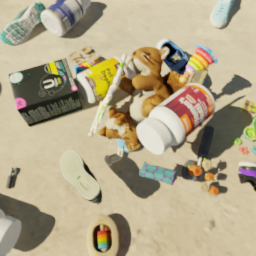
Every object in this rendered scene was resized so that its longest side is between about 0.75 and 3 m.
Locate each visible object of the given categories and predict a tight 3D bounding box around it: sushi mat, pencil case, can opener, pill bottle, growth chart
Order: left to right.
[{"bbox_3d":[-4.847,3.065,8.820,2.580,1.414,1.414,17,64,9],"label":"pill bottle"},{"bbox_3d":[-4.209,1.815,10.138,0.263,0.210,0.787,1,64,2],"label":"can opener"},{"bbox_3d":[-2.872,-5.549,13.277,1.308,1.308,2.356,31,67,15],"label":"pill bottle"},{"bbox_3d":[-0.727,-1.020,9.805,0.243,2.738,1.981,23,45,-10],"label":"growth chart"},{"bbox_3d":[-0.833,-2.041,11.333,2.319,1.267,1.267,-31,67,-17],"label":"pill bottle"},{"bbox_3d":[0.936,1.416,8.685,1.118,0.517,0.476,13,79,20],"label":"pencil case"},{"bbox_3d":[1.443,-0.279,8.406,2.334,1.279,1.279,-37,68,-27],"label":"pill bottle"},{"bbox_3d":[2.164,-1.309,9.286,0.670,1.400,0.085,-9,47,-24],"label":"sushi mat"},{"bbox_3d":[2.563,0.915,10.342,0.748,0.597,2.236,15,65,15],"label":"can opener"}]

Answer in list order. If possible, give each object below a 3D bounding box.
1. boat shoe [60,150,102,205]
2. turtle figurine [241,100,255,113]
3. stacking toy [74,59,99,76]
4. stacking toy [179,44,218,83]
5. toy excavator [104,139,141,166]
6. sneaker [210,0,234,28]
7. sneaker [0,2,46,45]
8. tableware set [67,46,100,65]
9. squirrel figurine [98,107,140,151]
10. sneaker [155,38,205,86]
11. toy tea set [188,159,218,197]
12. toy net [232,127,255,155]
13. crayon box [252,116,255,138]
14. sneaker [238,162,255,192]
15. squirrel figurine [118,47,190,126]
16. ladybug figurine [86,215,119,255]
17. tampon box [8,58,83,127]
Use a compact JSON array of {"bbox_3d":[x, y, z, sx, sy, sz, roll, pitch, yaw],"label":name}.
[{"bbox_3d":[-1.446,1.488,8.534,0.743,0.699,2.069,-39,53,-8],"label":"boat shoe"},{"bbox_3d":[5.227,-0.645,11.237,1.210,0.483,1.501,22,65,11],"label":"turtle figurine"},{"bbox_3d":[-1.711,-2.659,12.249,0.726,0.687,1.251,27,55,23],"label":"stacking toy"},{"bbox_3d":[2.250,-2.068,9.499,1.400,0.813,0.768,-46,33,6],"label":"stacking toy"},{"bbox_3d":[-0.193,0.745,10.496,1.311,0.673,1.348,3,72,3],"label":"toy excavator"},{"bbox_3d":[4.639,-5.976,13.679,0.888,0.984,2.402,17,64,10],"label":"sneaker"},{"bbox_3d":[-5.022,-4.942,13.307,2.591,1.005,1.182,-44,41,-10],"label":"sneaker"},{"bbox_3d":[-2.012,-3.226,12.573,1.142,0.159,1.367,-30,50,-16],"label":"tableware set"},{"bbox_3d":[-0.030,0.160,9.250,1.362,1.459,1.032,23,80,41],"label":"squirrel figurine"},{"bbox_3d":[2.108,-2.585,11.474,2.639,1.085,0.976,44,100,-3],"label":"sneaker"},{"bbox_3d":[2.559,1.740,9.546,0.787,0.490,1.324,-18,91,-14],"label":"toy tea set"},{"bbox_3d":[4.897,0.885,10.515,1.005,0.370,1.916,-30,67,-17],"label":"toy net"},{"bbox_3d":[5.739,0.159,10.566,1.894,0.552,1.125,9,62,-11],"label":"crayon box"},{"bbox_3d":[4.870,1.887,9.895,1.997,0.694,0.993,11,71,10],"label":"sneaker"},{"bbox_3d":[1.041,-1.501,10.408,2.975,2.106,2.777,10,74,-32],"label":"squirrel figurine"},{"bbox_3d":[-0.801,3.620,9.018,1.038,0.550,1.530,-2,63,-1],"label":"ladybug figurine"},{"bbox_3d":[-3.218,-1.400,11.077,2.306,1.456,1.728,-20,65,-10],"label":"tampon box"}]
